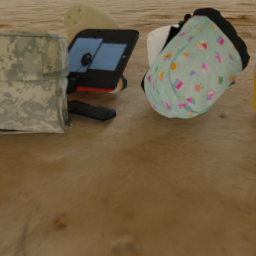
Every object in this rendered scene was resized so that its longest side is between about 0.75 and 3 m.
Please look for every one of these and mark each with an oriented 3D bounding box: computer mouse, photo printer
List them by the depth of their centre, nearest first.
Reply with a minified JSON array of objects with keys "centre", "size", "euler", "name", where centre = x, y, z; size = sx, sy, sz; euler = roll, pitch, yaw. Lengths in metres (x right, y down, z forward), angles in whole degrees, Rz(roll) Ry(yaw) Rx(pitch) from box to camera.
[{"centre":[-1.500,-1.633,8.464],"size":[0.526,0.305,1.793],"euler":[1,51,33],"name":"computer mouse"},{"centre":[1.530,-1.963,8.482],"size":[1.842,2.214,0.769],"euler":[-8,5,-17],"name":"photo printer"}]

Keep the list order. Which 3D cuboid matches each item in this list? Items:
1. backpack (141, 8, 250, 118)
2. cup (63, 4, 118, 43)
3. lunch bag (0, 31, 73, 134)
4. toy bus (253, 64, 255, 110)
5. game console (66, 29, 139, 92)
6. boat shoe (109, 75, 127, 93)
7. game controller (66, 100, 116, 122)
[{"centre":[1.646,-1.515,7.181],"size":[2.729,2.278,1.728],"euler":[-47,10,-11],"name":"backpack"},{"centre":[-1.801,-4.314,11.975],"size":[2.275,2.275,1.627],"euler":[23,-3,34],"name":"cup"},{"centre":[-2.806,-0.968,6.594],"size":[2.826,2.370,1.969],"euler":[-2,15,-5],"name":"lunch bag"},{"centre":[4.014,-1.485,7.532],"size":[1.189,2.171,2.301],"euler":[0,49,-10],"name":"toy bus"},{"centre":[-1.099,-2.309,9.201],"size":[2.395,0.420,2.708],"euler":[6,58,25],"name":"game console"},{"centre":[-0.844,-1.763,9.591],"size":[0.688,0.825,2.211],"euler":[-10,31,-39],"name":"boat shoe"},{"centre":[-1.118,-0.499,7.890],"size":[1.563,0.329,0.815],"euler":[16,13,24],"name":"game controller"}]
